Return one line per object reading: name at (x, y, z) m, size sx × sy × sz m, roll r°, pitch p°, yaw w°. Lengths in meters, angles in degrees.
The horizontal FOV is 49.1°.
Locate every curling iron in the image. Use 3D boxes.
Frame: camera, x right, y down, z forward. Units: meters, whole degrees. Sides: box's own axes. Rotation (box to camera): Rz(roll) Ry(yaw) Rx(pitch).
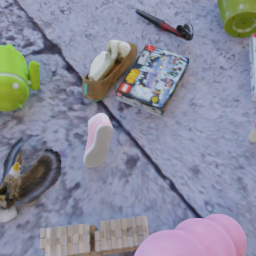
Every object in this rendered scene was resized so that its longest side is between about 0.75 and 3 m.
curling iron at (1.303, -3.817, 10.122) m, size 2.607 × 0.646 × 0.333 m, roll 36°, pitch 58°, yaw 28°

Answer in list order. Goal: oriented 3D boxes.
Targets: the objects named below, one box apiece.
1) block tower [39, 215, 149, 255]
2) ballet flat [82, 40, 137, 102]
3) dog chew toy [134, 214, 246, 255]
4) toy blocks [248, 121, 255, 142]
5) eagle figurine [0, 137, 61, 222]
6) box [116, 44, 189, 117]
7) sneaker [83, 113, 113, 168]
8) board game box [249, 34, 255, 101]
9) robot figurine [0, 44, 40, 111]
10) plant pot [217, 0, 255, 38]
block tower at (-0.714, 2.487, 6.268) m, size 2.331 × 0.674 × 0.629 m, roll -7°, pitch 59°, yaw -2°
ballet flat at (-0.559, -2.083, 8.782) m, size 0.962 × 1.026 × 2.837 m, roll 24°, pitch 61°, yaw 23°
dog chew toy at (1.377, 2.615, 5.625) m, size 2.645 × 1.647 × 1.647 m, roll -18°, pitch 59°, yaw -32°
toy blocks at (4.660, 0.238, 6.874) m, size 2.126 × 1.915 × 2.275 m, roll -19°, pitch 61°, yaw -11°
eagle figurine at (-2.711, 1.209, 6.888) m, size 1.443 × 1.435 × 1.902 m, roll 57°, pitch 31°, yaw -13°
box at (0.803, -1.558, 8.815) m, size 1.545 × 0.450 × 2.257 m, roll 22°, pitch 61°, yaw 13°
sneaker at (-0.806, 0.290, 7.280) m, size 0.569 × 1.512 × 0.790 m, roll 7°, pitch 36°, yaw -23°
board game box at (4.681, -1.891, 8.851) m, size 1.496 × 0.410 × 2.370 m, roll 6°, pitch 67°, yaw 5°
robot figurine at (-3.654, -1.465, 8.252) m, size 1.993 × 1.314 × 2.271 m, roll -3°, pitch 56°, yaw -22°
plant pot at (4.053, -4.383, 9.783) m, size 2.098 × 2.098 × 2.020 m, roll 8°, pitch 71°, yaw 5°
